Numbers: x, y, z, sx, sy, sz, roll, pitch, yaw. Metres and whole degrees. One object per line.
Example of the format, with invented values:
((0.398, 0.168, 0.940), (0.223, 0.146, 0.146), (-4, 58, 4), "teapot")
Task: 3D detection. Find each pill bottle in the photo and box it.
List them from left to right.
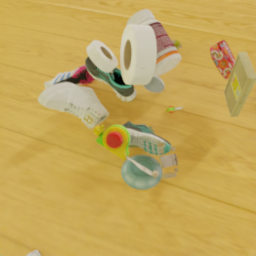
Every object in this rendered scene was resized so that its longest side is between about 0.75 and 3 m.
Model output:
((0.994, -3.451, 11.387), (1.376, 1.376, 2.409), (-25, 80, -21), "pill bottle")

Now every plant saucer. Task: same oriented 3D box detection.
((0.460, 1.412, 9.494), (1.420, 0.273, 1.420), (-1, 49, 1), "plant saucer")

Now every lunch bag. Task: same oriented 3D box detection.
((3.764, -2.654, 10.863), (1.437, 0.589, 1.266), (59, 36, -6), "lunch bag")

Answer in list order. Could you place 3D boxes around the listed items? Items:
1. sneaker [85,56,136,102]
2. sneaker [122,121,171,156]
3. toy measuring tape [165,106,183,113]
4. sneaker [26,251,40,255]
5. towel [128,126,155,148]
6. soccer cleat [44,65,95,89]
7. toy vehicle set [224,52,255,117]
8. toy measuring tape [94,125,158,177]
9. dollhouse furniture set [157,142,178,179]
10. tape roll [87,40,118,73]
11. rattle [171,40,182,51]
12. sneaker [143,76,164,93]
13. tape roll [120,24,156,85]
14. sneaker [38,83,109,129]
((-0.711, -2.279, 11.733), (2.675, 1.220, 1.038), (37, 78, 7), "sneaker")
((0.590, 0.256, 9.903), (2.093, 0.812, 0.955), (20, 42, 17), "sneaker")
((1.911, -0.783, 11.549), (0.798, 0.294, 0.294), (-8, 47, -8), "toy measuring tape")
((-2.800, 3.616, 7.328), (0.406, 0.470, 1.084), (35, 55, 30), "sneaker")
((0.373, 0.343, 10.505), (1.355, 0.247, 1.005), (-3, 47, -9), "towel")
((-2.535, -2.255, 12.492), (1.121, 0.907, 2.596), (28, 48, 37), "soccer cleat")
((3.882, -1.473, 9.864), (0.268, 2.024, 1.257), (-2, 56, 0), "toy vehicle set")
((0.036, 0.595, 9.091), (2.555, 0.940, 0.940), (32, 52, 4), "toy measuring tape")
((1.327, 1.006, 8.935), (0.582, 0.497, 1.123), (-8, 84, -13), "dollhouse furniture set")
((-0.979, -2.724, 10.687), (0.440, 1.258, 1.258), (-37, 41, 26), "tape roll")
((2.090, -4.152, 14.761), (1.352, 0.966, 0.880), (14, 14, 33), "rattle")
((0.708, -2.276, 12.003), (2.136, 0.780, 0.756), (29, 37, -29), "sneaker")
((0.312, -2.608, 10.133), (0.746, 2.134, 2.134), (-2, 46, -16), "tape roll")
((-1.765, -0.723, 10.130), (1.607, 1.025, 2.781), (51, 28, 17), "sneaker")
